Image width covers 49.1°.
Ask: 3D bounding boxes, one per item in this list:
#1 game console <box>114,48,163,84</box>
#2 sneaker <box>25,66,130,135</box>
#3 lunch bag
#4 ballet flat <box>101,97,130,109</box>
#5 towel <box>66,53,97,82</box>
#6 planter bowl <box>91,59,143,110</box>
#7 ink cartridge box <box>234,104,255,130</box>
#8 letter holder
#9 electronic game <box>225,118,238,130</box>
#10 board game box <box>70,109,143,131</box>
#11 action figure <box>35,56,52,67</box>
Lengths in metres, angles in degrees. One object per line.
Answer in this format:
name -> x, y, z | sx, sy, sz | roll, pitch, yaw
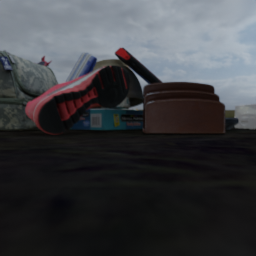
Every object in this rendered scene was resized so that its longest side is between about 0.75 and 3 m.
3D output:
game console -> 0.752, -1.494, 8.958 | 2.719, 0.422, 2.404 | 37, 14, -21
sneaker -> -1.246, -0.930, 7.116 | 2.977, 1.097, 1.291 | -30, 34, -35
lunch bag -> -3.613, -1.140, 9.390 | 1.993, 2.399, 2.861 | 1, 2, 16
ballet flat -> -0.405, -0.847, 9.497 | 0.494, 0.494, 1.377 | -2, 3, -41
towel -> -1.810, -1.780, 10.054 | 0.316, 1.952, 2.658 | 28, 8, -23
planter bowl -> -0.604, -1.575, 10.208 | 2.270, 1.528, 2.270 | -6, -5, -1
ink cartridge box -> 5.250, -0.411, 10.182 | 2.179, 0.902, 1.596 | 0, 2, -8
letter holder -> 1.323, -0.523, 6.931 | 1.879, 1.335, 0.945 | 0, 2, 0
electronic game -> 2.253, -0.229, 9.530 | 2.809, 0.585, 2.809 | 0, 1, 0
board game box -> -0.598, -0.303, 10.226 | 2.236, 0.695, 2.962 | 2, 2, 41
action figure -> -4.339, -1.895, 11.966 | 1.988, 2.967, 2.210 | 20, -10, 33
